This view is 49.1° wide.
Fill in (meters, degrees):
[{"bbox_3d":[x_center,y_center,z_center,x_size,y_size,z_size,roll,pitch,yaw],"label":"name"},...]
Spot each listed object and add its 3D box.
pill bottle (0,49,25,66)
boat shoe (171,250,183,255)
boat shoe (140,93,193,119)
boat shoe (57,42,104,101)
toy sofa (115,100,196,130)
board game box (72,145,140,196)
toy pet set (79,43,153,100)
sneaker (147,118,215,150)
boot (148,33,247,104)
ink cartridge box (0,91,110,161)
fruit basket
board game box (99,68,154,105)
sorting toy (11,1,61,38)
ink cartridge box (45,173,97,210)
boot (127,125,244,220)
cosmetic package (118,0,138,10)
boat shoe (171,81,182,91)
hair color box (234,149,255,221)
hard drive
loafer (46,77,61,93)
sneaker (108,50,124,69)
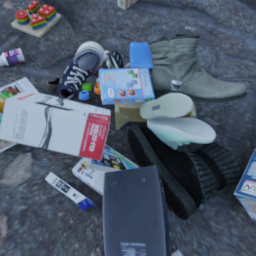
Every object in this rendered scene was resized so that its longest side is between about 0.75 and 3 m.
[{"bbox_3d":[-4.528,-2.694,10.804,0.918,0.511,0.511,-21,60,-13],"label":"pill bottle"},{"bbox_3d":[1.389,3.516,7.095,0.278,0.282,0.796,-39,66,8],"label":"boat shoe"},{"bbox_3d":[1.134,-0.574,7.767,0.655,1.838,0.641,-5,89,-39],"label":"boat shoe"},{"bbox_3d":[-1.574,-1.697,9.042,0.892,2.389,1.108,26,59,-19],"label":"boat shoe"},{"bbox_3d":[0.846,-0.693,9.221,2.605,1.079,1.271,2,59,1],"label":"toy sofa"},{"bbox_3d":[-0.479,1.394,8.334,2.039,0.353,1.287,32,63,19],"label":"board game box"},{"bbox_3d":[-0.268,-2.086,9.323,2.487,1.414,2.664,1,31,-2],"label":"toy pet set"},{"bbox_3d":[1.591,0.354,8.350,2.047,1.207,0.753,13,43,32],"label":"sneaker"},{"bbox_3d":[1.961,-1.777,8.223,2.976,1.944,1.008,6,19,21],"label":"boot"},{"bbox_3d":[-1.778,-0.127,7.362,2.477,1.787,1.037,12,103,-7],"label":"ink cartridge box"},{"bbox_3d":[-3.757,-0.534,9.042,2.330,1.092,2.158,-35,73,-26],"label":"fruit basket"},{"bbox_3d":[-0.066,-1.244,8.230,1.491,0.273,1.128,-3,60,-9],"label":"board game box"},{"bbox_3d":[-4.011,-4.786,12.096,1.550,0.539,1.541,25,61,14],"label":"sorting toy"},{"bbox_3d":[-1.569,1.835,7.742,1.508,0.750,0.296,28,66,21],"label":"ink cartridge box"},{"bbox_3d":[1.578,0.813,8.013,2.266,1.141,3.031,-30,76,-22],"label":"boot"},{"bbox_3d":[0.047,-5.984,12.840,0.482,0.571,1.105,35,66,18],"label":"cosmetic package"},{"bbox_3d":[1.345,-1.158,7.774,0.293,0.793,0.271,11,101,1],"label":"boat shoe"},{"bbox_3d":[3.984,0.981,7.374,0.877,1.449,2.898,10,58,50],"label":"hair color box"},{"bbox_3d":[0.196,2.336,6.915,1.760,0.552,2.609,-13,72,31],"label":"hard drive"},{"bbox_3d":[-2.409,-1.625,10.153,1.185,0.420,0.433,-26,60,-23],"label":"loafer"},{"bbox_3d":[-0.447,-1.942,9.664,0.676,1.704,0.630,-3,56,12],"label":"sneaker"}]
